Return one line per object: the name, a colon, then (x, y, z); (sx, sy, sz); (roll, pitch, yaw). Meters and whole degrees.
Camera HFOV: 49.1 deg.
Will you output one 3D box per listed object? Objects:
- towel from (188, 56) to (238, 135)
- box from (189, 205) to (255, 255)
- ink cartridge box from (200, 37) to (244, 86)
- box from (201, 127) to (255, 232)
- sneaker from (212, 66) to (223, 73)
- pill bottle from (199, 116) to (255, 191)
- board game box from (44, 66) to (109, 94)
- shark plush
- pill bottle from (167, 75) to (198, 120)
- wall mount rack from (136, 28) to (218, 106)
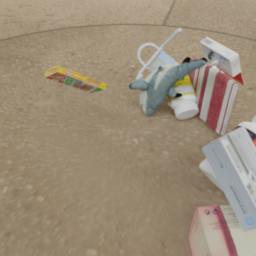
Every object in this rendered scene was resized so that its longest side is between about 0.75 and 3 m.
towel: (2.624, -1.114, 9.223); (0.285, 1.808, 2.510); (-7, 32, -16)
box: (1.919, 2.618, 5.201); (1.079, 1.267, 1.981); (-2, 38, -2)
ink cartridge box: (3.160, -2.154, 9.429); (0.359, 1.414, 1.604); (-34, 42, 1)
box: (2.274, 0.841, 5.496); (2.017, 0.415, 1.572); (-13, 76, -55)
sneaker: (3.537, -2.539, 12.306); (1.537, 0.615, 0.567); (-19, 44, -21)
pill bottle: (2.944, 0.618, 7.036); (2.143, 1.194, 1.194); (-46, 49, -1)
board game box: (-1.399, -1.298, 7.835); (1.653, 0.248, 0.789); (13, -11, -39)
shark plush: (1.415, -1.441, 9.142); (2.840, 1.183, 1.290); (-28, -7, 32)
pill bottle: (1.819, -1.183, 9.745); (0.933, 0.933, 1.632); (-9, 69, -11)
wall mount rack: (1.662, -2.130, 9.912); (2.774, 2.411, 1.034); (36, 33, -11)
